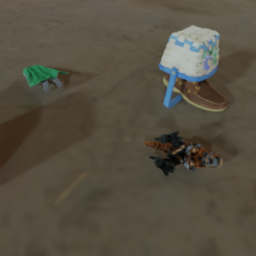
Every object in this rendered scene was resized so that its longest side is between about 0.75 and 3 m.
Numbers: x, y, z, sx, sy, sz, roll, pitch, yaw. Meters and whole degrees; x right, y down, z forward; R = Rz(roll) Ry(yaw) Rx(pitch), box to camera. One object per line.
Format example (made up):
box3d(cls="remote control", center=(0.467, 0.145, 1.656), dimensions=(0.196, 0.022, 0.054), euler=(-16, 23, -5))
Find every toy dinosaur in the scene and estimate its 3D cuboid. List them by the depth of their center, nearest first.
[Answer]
box3d(cls="toy dinosaur", center=(1.337, 0.722, 7.507), dimensions=(2.141, 1.094, 1.453), euler=(-12, -11, 36))

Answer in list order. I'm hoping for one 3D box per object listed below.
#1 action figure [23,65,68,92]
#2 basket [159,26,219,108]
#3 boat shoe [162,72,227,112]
box3d(cls="action figure", center=(-3.724, -2.195, 11.779), dimensions=(1.599, 0.740, 2.708), euler=(-23, 34, -27))
box3d(cls="basket", center=(2.154, -2.157, 10.109), dimensions=(1.798, 2.585, 2.280), euler=(32, 46, 23))
box3d(cls="boat shoe", center=(2.469, -1.553, 10.499), dimensions=(1.001, 0.940, 2.782), euler=(-32, 55, -32))
